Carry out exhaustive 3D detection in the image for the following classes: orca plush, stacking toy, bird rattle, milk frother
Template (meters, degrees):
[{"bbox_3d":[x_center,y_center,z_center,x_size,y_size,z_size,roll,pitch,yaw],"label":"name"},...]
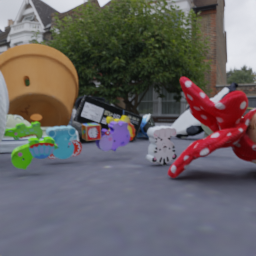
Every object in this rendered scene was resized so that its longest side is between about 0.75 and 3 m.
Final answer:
[{"bbox_3d":[2.923,-0.436,10.219,1.050,2.953,1.554,32,23,-25],"label":"orca plush"},{"bbox_3d":[-0.691,0.231,4.734,2.554,0.600,1.925,-5,9,-24],"label":"stacking toy"},{"bbox_3d":[2.010,0.153,3.166,2.871,1.617,2.341,-25,-35,38],"label":"bird rattle"},{"bbox_3d":[-2.004,-0.586,14.976,2.076,1.991,2.207,1,-11,-13],"label":"milk frother"}]

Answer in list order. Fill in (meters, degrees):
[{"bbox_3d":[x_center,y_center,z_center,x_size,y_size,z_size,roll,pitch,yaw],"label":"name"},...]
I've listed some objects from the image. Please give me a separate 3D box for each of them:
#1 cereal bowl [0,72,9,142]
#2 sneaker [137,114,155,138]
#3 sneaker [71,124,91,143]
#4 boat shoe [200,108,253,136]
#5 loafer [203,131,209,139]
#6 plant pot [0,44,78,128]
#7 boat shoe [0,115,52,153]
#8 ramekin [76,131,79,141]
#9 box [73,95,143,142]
[{"bbox_3d":[-2.437,-0.511,4.225,2.061,2.061,0.858,1,17,45],"label":"cereal bowl"},{"bbox_3d":[0.511,0.104,10.977,1.121,0.976,2.491,-21,1,-2],"label":"sneaker"},{"bbox_3d":[-1.367,0.249,8.907,0.677,0.567,1.492,19,3,11],"label":"sneaker"},{"bbox_3d":[3.340,-0.058,8.005,0.868,1.027,2.882,-11,16,-30],"label":"boat shoe"},{"bbox_3d":[3.633,0.058,9.360,2.253,0.785,0.847,0,2,-10],"label":"loafer"},{"bbox_3d":[-2.946,-0.897,8.963,2.864,2.864,2.005,-1,43,-19],"label":"plant pot"},{"bbox_3d":[-2.656,0.108,6.231,0.941,0.811,2.614,6,5,44],"label":"boat shoe"},{"bbox_3d":[-1.806,0.279,7.820,0.913,0.425,0.913,0,2,0],"label":"ramekin"},{"bbox_3d":[-0.740,-0.294,9.552,2.041,0.879,1.671,20,-3,-13],"label":"box"}]
